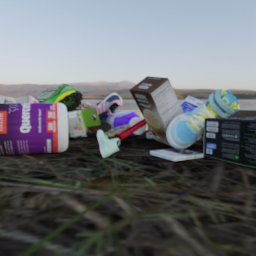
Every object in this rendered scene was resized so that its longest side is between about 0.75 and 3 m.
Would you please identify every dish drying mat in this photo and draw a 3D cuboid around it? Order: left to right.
[{"bbox_3d":[0.463,-0.147,9.378,2.247,0.204,0.863,-32,-4,-28],"label":"dish drying mat"}]

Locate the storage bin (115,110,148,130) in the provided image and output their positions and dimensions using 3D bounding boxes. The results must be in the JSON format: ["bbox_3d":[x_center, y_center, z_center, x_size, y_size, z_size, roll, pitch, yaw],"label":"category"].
[{"bbox_3d":[0.574,-0.439,14.281,2.023,0.955,2.038,-2,5,-25],"label":"storage bin"}]

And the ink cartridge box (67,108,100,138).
[{"bbox_3d":[-1.553,-0.189,9.619,1.094,0.809,0.414,-10,39,0],"label":"ink cartridge box"}]

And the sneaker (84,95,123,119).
[{"bbox_3d":[-1.618,-0.685,13.131,2.789,0.935,1.252,-27,3,27],"label":"sneaker"}]

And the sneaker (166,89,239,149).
[{"bbox_3d":[2.043,-0.340,7.416,2.231,0.887,1.456,-35,-6,-33],"label":"sneaker"}]

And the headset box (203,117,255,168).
[{"bbox_3d":[3.216,0.251,6.622,2.127,0.987,1.852,-2,5,-27],"label":"headset box"}]

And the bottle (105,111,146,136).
[{"bbox_3d":[-0.087,-0.175,11.246,1.117,0.873,2.674,-23,12,-16],"label":"bottle"}]

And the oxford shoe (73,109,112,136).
[{"bbox_3d":[-1.477,-0.142,10.730,1.712,0.610,0.611,30,48,8],"label":"oxford shoe"}]

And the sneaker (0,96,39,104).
[{"bbox_3d":[-4.116,-0.441,8.305,2.978,1.211,1.314,-13,-39,12],"label":"sneaker"}]

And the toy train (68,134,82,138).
[{"bbox_3d":[-2.337,0.124,10.320,1.420,0.615,0.811,-3,-3,-7],"label":"toy train"}]

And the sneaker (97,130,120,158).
[{"bbox_3d":[-0.468,0.332,6.978,0.516,0.322,0.875,-22,45,2],"label":"sneaker"}]

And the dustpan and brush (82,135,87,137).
[{"bbox_3d":[-2.113,0.204,11.069,1.259,0.360,0.879,-4,0,34],"label":"dustpan and brush"}]

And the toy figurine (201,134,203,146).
[{"bbox_3d":[3.002,0.095,8.662,1.325,0.922,1.305,5,7,44],"label":"toy figurine"}]

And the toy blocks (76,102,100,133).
[{"bbox_3d":[-1.812,-0.447,11.471,1.193,1.325,1.418,17,2,33],"label":"toy blocks"}]

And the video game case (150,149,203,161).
[{"bbox_3d":[1.192,0.662,6.985,0.909,0.117,1.000,-3,5,-29],"label":"video game case"}]

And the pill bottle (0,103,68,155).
[{"bbox_3d":[-2.768,0.022,7.214,2.347,1.320,1.320,-2,6,-16],"label":"pill bottle"}]

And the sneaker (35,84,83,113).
[{"bbox_3d":[-3.018,-0.784,10.210,2.628,1.025,1.120,-29,50,-29],"label":"sneaker"}]

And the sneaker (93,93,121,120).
[{"bbox_3d":[-0.966,-0.657,11.622,0.608,1.733,0.711,21,29,-46],"label":"sneaker"}]

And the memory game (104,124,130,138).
[{"bbox_3d":[-0.453,0.123,9.686,1.130,0.072,1.130,-22,10,4],"label":"memory game"}]

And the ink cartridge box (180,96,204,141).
[{"bbox_3d":[2.410,-0.412,10.418,1.515,0.356,1.497,-41,47,-21],"label":"ink cartridge box"}]

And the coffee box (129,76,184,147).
[{"bbox_3d":[0.982,-0.486,8.344,0.781,1.960,1.121,-38,26,-18],"label":"coffee box"}]

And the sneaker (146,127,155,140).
[{"bbox_3d":[1.252,-0.018,9.842,1.247,0.873,0.485,2,-5,15],"label":"sneaker"}]
